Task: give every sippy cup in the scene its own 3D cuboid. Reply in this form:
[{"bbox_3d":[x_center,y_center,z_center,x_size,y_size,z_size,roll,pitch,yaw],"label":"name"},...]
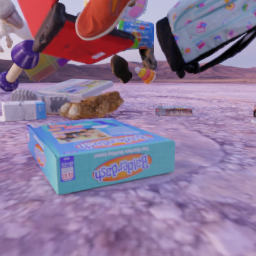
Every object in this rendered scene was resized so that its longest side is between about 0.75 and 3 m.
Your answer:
[{"bbox_3d":[0.351,-3.672,11.033,1.281,1.748,1.373,6,-15,9],"label":"sippy cup"}]

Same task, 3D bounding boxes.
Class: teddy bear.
[{"bbox_3d":[-1.375,-0.759,10.716,1.837,0.846,2.534,-1,16,35],"label":"teddy bear"}]

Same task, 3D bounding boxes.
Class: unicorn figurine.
[{"bbox_3d":[-3.401,-3.251,9.656,2.681,1.842,0.990,8,39,-32],"label":"unicorn figurine"}]

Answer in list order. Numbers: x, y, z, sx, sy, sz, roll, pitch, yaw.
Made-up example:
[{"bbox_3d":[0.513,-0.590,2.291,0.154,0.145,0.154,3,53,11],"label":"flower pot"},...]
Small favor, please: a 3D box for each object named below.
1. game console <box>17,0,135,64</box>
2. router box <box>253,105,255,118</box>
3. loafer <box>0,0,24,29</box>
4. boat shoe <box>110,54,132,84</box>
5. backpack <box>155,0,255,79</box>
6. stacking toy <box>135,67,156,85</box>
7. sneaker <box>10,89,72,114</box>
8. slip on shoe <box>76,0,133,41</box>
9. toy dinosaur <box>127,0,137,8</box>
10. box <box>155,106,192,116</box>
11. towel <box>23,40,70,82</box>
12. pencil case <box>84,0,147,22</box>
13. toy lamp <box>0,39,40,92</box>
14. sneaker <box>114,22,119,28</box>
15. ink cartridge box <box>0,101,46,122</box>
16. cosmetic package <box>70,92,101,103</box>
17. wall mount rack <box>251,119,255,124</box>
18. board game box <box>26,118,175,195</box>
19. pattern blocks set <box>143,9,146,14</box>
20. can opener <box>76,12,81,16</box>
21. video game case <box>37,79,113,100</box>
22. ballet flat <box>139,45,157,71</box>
[{"bbox_3d":[-1.244,-2.398,5.675,2.228,1.535,2.586,8,0,-26],"label":"game console"},{"bbox_3d":[5.423,-0.523,9.902,1.519,0.472,1.138,0,11,-2],"label":"router box"},{"bbox_3d":[-3.430,-3.227,7.669,0.732,0.640,2.037,-42,50,-3],"label":"loafer"},{"bbox_3d":[-0.367,-2.226,10.439,0.642,0.658,1.739,45,-2,19],"label":"boat shoe"},{"bbox_3d":[2.227,-2.946,7.735,2.878,1.822,2.402,-26,32,18],"label":"backpack"},{"bbox_3d":[0.583,-2.025,10.386,0.790,0.577,0.577,28,-5,-32],"label":"stacking toy"},{"bbox_3d":[-3.504,-0.957,11.498,2.619,0.979,1.074,10,1,4],"label":"sneaker"},{"bbox_3d":[-0.218,-1.608,3.402,1.432,0.530,0.438,-31,-9,36],"label":"slip on shoe"},{"bbox_3d":[-0.716,-3.259,6.568,1.176,0.677,2.326,17,21,-47],"label":"toy dinosaur"},{"bbox_3d":[1.828,-0.697,11.254,1.425,0.284,0.975,2,11,9],"label":"box"},{"bbox_3d":[-2.459,-2.471,8.974,2.291,0.261,1.646,-36,-22,-4],"label":"towel"},{"bbox_3d":[-0.482,-3.732,8.368,1.206,1.105,2.659,-40,30,-10],"label":"pencil case"},{"bbox_3d":[-3.039,-1.695,7.722,0.730,0.730,2.507,-9,-5,-38],"label":"toy lamp"},{"bbox_3d":[-0.703,-4.490,11.911,0.697,1.889,0.826,11,6,-30],"label":"sneaker"},{"bbox_3d":[-3.955,-0.623,10.101,1.749,0.593,1.015,-6,12,-26],"label":"ink cartridge box"},{"bbox_3d":[-2.452,-1.769,15.080,1.269,0.891,2.502,3,12,16],"label":"cosmetic package"},{"bbox_3d":[4.996,-0.418,8.543,2.154,0.803,1.872,2,11,13],"label":"wall mount rack"},{"bbox_3d":[-0.684,0.332,5.273,1.978,0.585,2.600,-6,13,-26],"label":"board game box"},{"bbox_3d":[0.502,-5.298,12.072,0.064,0.785,0.690,-39,-4,-9],"label":"pattern blocks set"},{"bbox_3d":[-2.363,-4.313,10.895,0.673,0.850,2.559,41,25,22],"label":"can opener"},{"bbox_3d":[-2.379,-1.831,13.040,2.428,0.294,2.668,7,23,25],"label":"video game case"},{"bbox_3d":[0.759,-3.235,12.164,0.530,0.770,2.285,23,39,-29],"label":"ballet flat"}]
